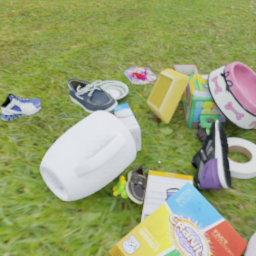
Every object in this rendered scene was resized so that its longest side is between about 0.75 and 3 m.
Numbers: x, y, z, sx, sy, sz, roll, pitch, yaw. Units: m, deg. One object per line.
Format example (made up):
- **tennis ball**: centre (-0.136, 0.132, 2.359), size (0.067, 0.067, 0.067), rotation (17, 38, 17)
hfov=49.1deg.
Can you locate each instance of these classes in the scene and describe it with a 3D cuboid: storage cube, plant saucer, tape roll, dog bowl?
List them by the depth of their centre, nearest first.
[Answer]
- **tape roll**: centre (3.993, 1.067, 10.207), size (1.810, 0.331, 1.810), rotation (-1, 40, 0)
- **dog bowl**: centre (4.487, -1.377, 11.074), size (2.789, 1.028, 2.789), rotation (20, 51, -27)
- **plant saucer**: centre (1.469, -1.420, 11.525), size (0.487, 2.011, 2.010), rotation (18, 14, -23)
- **plant saucer**: centre (-0.817, -1.664, 13.375), size (1.648, 0.414, 1.648), rotation (0, 41, 0)
- **storage cube**: centre (2.749, -2.329, 13.599), size (1.087, 1.144, 1.272), rotation (0, 40, 1)

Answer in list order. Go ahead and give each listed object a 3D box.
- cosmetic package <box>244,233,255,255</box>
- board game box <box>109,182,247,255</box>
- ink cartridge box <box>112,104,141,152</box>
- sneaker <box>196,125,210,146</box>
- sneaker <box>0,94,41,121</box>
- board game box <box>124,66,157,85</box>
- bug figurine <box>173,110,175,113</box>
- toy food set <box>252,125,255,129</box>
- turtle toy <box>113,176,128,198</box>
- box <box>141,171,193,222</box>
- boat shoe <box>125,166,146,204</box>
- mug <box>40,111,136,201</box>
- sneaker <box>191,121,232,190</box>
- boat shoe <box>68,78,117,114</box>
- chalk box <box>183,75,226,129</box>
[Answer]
- **cosmetic package**: centre (3.724, 3.154, 6.204), size (1.804, 2.169, 1.815), rotation (30, 48, 21)
- **board game box**: centre (1.338, 2.980, 6.948), size (2.936, 0.592, 2.246), rotation (-28, 67, -39)
- **ink cartridge box**: centre (-0.077, 0.025, 10.773), size (0.688, 1.174, 1.625), rotation (-15, 42, -11)
- **sneaker**: centre (2.969, 0.380, 11.018), size (0.562, 0.515, 1.341), rotation (-15, 37, 23)
- **sneaker**: centre (-4.721, -1.029, 12.171), size (1.744, 1.007, 0.704), rotation (-22, 46, -24)
- **board game box**: centre (0.655, -2.946, 14.934), size (1.439, 0.355, 1.821), rotation (-15, 43, -17)
- **bug figurine**: centre (1.895, -1.121, 11.840), size (0.340, 1.321, 1.024), rotation (15, 75, 9)
- **toy food set**: centre (5.357, -0.308, 11.934), size (1.556, 0.312, 1.074), rotation (30, 56, 24)
- **turtle toy**: centre (-0.179, 1.963, 8.970), size (0.398, 0.574, 0.787), rotation (31, 10, -15)
- **box**: centre (1.194, 2.443, 8.505), size (1.457, 0.507, 2.447), rotation (7, 43, 8)
- **boat shoe**: centre (0.290, 1.714, 8.829), size (0.613, 0.543, 1.674), rotation (28, 19, -15)
- **mug**: centre (-1.154, 0.898, 8.591), size (2.553, 2.149, 2.912), rotation (-38, 8, -35)
- **sneaker**: centre (2.757, 0.850, 9.701), size (1.232, 1.066, 2.815), rotation (-16, 37, 29)
- **boat shoe**: centre (-1.457, -1.319, 10.706), size (1.053, 0.870, 2.814), rotation (-32, 36, -21)
- **chalk box**: centre (3.245, -0.959, 11.677), size (1.547, 1.536, 2.479), rotation (0, 40, 1)
